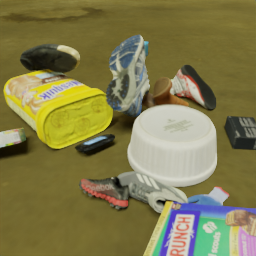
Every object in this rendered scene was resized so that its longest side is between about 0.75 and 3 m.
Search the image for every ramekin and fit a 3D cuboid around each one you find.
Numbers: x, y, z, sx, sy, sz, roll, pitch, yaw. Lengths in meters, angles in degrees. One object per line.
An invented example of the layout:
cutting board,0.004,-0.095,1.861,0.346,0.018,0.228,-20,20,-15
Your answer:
ramekin,1.080,0.285,6.787,2.233,1.040,2.233,0,31,0

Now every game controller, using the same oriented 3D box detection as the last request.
game controller,-0.844,0.367,7.196,1.029,0.217,0.537,-22,22,-35

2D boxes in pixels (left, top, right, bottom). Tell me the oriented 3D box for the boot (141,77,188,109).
boot,1.216,-0.806,8.058,1.216,1.566,0.601,19,60,-15

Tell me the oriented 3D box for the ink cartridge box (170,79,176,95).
ink cartridge box,1.621,-1.521,10.462,0.985,0.236,0.717,-20,37,-29

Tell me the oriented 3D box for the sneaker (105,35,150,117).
sneaker,0.087,-1.426,7.806,0.989,1.093,2.566,-8,58,35

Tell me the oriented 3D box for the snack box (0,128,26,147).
snack box,-3.166,0.298,6.934,1.074,0.364,0.906,-15,5,-12

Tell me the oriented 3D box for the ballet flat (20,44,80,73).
ballet flat,-2.396,-2.229,8.515,2.952,0.981,0.839,12,59,44

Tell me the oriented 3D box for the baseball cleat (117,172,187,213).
baseball cleat,0.391,1.251,5.526,1.550,0.540,0.825,11,3,19

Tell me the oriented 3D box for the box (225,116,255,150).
box,3.143,0.119,7.634,0.739,0.413,1.047,5,34,2

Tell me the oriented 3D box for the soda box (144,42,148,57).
soda box,0.367,-3.590,13.408,0.683,0.646,2.014,11,33,17

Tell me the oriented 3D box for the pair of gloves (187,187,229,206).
pair of gloves,1.846,1.684,5.380,1.171,0.166,1.457,-23,38,-32

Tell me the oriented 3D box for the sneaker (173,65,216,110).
sneaker,2.234,-1.220,9.643,0.596,0.956,1.784,-25,76,-31

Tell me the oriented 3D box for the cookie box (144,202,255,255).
cookie box,1.263,1.915,4.040,1.893,0.711,1.619,-3,28,29

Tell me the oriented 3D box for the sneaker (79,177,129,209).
sneaker,-0.466,1.199,5.704,1.128,0.551,0.399,18,-1,21

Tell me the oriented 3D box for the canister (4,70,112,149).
canister,-2.169,-0.744,8.302,2.135,1.244,2.875,-24,38,-33
